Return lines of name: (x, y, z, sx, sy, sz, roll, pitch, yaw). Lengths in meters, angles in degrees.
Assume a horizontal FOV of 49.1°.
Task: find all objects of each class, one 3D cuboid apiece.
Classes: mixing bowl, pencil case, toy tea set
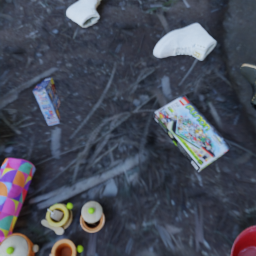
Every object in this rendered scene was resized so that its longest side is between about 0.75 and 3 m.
mixing bowl: (3.413, 3.549, 7.085, 1.957, 1.060, 1.957, 0, 63, 0)
pencil case: (-3.422, 2.002, 7.937, 1.003, 1.003, 2.270, 10, 64, 5)
toy tea set: (-1.996, 2.935, 7.369, 1.760, 1.096, 2.960, 39, 70, 18)

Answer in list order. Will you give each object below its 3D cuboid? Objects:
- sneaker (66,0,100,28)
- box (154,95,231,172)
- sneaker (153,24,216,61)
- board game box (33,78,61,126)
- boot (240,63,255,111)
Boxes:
sneaker: (-1.442, -4.939, 11.601, 1.986, 0.732, 1.148, -44, 73, -9)
box: (2.042, 0.125, 9.172, 1.291, 0.407, 2.346, -32, 67, -15)
sneaker: (2.213, -3.014, 10.506, 2.335, 0.860, 1.350, -30, 64, -16)
board game box: (-2.048, -0.656, 7.298, 0.324, 1.051, 1.052, -11, 25, 0)
boot: (4.447, -1.374, 9.818, 1.241, 0.695, 1.795, -42, 70, -13)
